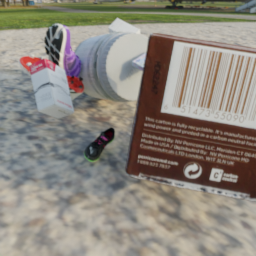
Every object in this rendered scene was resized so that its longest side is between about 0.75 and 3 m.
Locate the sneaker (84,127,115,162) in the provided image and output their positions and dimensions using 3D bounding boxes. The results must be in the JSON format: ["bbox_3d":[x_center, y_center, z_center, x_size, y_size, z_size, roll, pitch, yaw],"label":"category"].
[{"bbox_3d":[-0.727,0.382,7.177,0.448,0.489,1.168,32,52,6],"label":"sneaker"}]

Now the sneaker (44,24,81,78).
[{"bbox_3d":[-1.971,-2.226,8.845,1.018,2.440,0.984,-29,65,-25],"label":"sneaker"}]

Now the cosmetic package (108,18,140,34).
[{"bbox_3d":[-0.091,-3.123,11.603,1.090,2.640,0.668,31,70,18],"label":"cosmetic package"}]

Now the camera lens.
[{"bbox_3d":[-0.532,-2.108,9.819,2.303,2.303,2.879,-16,18,-28],"label":"camera lens"}]

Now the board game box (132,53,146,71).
[{"bbox_3d":[0.665,-1.923,8.343,0.785,0.162,0.787,35,56,26],"label":"board game box"}]

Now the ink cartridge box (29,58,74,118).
[{"bbox_3d":[-1.680,-0.836,6.194,0.463,1.111,0.807,-19,-15,15],"label":"ink cartridge box"}]

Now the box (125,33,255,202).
[{"bbox_3d":[1.449,-0.424,5.715,2.429,2.405,2.928,10,15,5],"label":"box"}]

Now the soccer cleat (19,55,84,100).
[{"bbox_3d":[-2.314,-1.445,8.413,2.053,0.875,0.705,21,48,-30],"label":"soccer cleat"}]
